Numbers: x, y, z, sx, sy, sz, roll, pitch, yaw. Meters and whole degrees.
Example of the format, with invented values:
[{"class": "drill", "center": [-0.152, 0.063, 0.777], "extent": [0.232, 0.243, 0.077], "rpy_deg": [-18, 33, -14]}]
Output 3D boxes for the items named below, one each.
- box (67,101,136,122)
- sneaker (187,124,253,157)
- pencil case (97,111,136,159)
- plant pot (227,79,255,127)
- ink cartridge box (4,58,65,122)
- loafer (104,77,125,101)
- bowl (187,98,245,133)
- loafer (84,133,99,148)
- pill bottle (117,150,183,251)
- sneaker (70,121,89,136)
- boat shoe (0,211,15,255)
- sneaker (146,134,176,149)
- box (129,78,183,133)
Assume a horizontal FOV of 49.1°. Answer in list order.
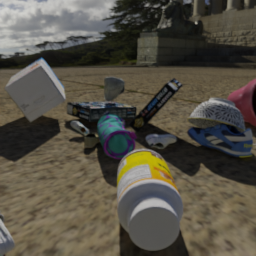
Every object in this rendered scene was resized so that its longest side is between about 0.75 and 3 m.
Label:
[{"class": "box", "center": [-1.269, -0.842, 13.459], "extent": [2.675, 0.615, 2.126], "rpy_deg": [-6, 16, -40]}, {"class": "sneaker", "center": [3.073, 0.233, 9.383], "extent": [2.311, 0.950, 0.854], "rpy_deg": [19, 20, 41]}, {"class": "pencil case", "center": [-0.448, 0.210, 9.492], "extent": [1.101, 1.014, 2.383], "rpy_deg": [-31, 20, -1]}, {"class": "plant pot", "center": [5.556, -1.075, 12.504], "extent": [2.118, 2.118, 1.895], "rpy_deg": [-6, 3, -21]}, {"class": "ink cartridge box", "center": [-4.423, -1.926, 13.587], "extent": [1.973, 1.939, 2.680], "rpy_deg": [-33, 26, -1]}, {"class": "loafer", "center": [-0.643, -1.767, 13.111], "extent": [0.953, 0.955, 2.732], "rpy_deg": [0, -1, -4]}, {"class": "bowl", "center": [3.190, -0.455, 9.826], "extent": [2.028, 0.952, 2.028], "rpy_deg": [17, -6, 2]}, {"class": "loafer", "center": [-1.294, 0.367, 10.077], "extent": [0.452, 0.408, 1.195], "rpy_deg": [1, 16, 3]}, {"class": "pill bottle", "center": [0.371, 1.304, 5.453], "extent": [1.175, 1.175, 2.150], "rpy_deg": [-1, 17, -2]}, {"class": "sneaker", "center": [-1.906, -0.025, 10.972], "extent": [0.843, 0.323, 0.341], "rpy_deg": [31, -9, 12]}, {"class": "boat shoe", "center": [-2.589, 1.743, 5.110], "extent": [0.592, 0.666, 1.812], "rpy_deg": [-8, 28, -39]}, {"class": "sneaker", "center": [1.171, 0.509, 9.637], "extent": [1.273, 0.451, 0.465], "rpy_deg": [0, -31, -32]}, {"class": "box", "center": [1.172, -0.967, 11.654], "extent": [0.540, 2.347, 1.865], "rpy_deg": [44, 24, 3]}]
